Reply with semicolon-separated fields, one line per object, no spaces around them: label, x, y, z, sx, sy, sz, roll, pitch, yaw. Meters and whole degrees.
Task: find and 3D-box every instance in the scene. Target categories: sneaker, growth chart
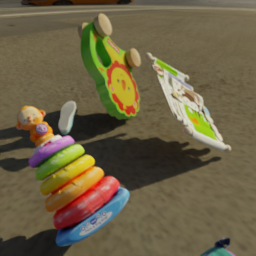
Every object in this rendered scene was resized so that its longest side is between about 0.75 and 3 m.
sneaker;-1.605;-0.251;7.356;0.351;0.389;0.949;13;59;3
growth chart;1.620;-0.662;7.555;2.113;0.259;2.920;13;46;-42

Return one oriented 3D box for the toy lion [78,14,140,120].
toy lion;-0.485;-1.680;8.801;0.943;2.746;2.632;-15;58;30

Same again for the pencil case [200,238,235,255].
pencil case;0.296;2.360;3.193;2.766;1.278;1.177;-14;62;-21

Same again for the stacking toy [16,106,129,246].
stacking toy;-1.141;0.622;4.772;1.372;2.364;1.297;-33;-1;-13
